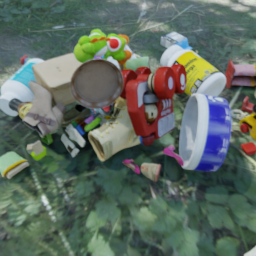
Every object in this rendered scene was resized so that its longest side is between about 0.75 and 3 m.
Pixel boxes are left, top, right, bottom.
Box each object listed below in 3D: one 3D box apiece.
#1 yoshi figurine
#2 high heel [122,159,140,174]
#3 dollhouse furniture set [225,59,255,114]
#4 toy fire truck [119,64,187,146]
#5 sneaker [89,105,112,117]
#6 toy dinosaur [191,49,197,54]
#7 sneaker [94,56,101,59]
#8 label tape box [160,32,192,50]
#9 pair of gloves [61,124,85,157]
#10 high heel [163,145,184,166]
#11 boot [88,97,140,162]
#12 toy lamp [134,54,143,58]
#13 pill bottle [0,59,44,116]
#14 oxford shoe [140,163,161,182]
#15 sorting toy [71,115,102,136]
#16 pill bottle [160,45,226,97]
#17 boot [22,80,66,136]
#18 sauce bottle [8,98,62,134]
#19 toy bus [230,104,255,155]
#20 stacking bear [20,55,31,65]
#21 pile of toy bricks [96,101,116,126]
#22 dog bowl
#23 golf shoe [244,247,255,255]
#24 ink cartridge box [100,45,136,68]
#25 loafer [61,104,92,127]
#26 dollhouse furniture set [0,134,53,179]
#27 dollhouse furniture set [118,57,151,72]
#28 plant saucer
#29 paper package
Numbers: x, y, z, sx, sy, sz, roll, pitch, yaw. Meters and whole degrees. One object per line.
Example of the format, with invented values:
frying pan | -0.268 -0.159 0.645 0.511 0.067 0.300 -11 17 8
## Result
yoshi figurine | -0.877 -2.426 8.709 1.176 1.172 2.093 36 28 25
high heel | 0.106 1.355 9.556 0.375 0.263 0.780 -10 30 -23
dollhouse furniture set | 5.310 -1.797 12.137 1.474 1.114 2.740 0 45 0
toy fire truck | 0.841 -0.737 8.990 1.607 2.407 2.867 2 16 29
sneaker | -0.993 -0.651 9.773 0.553 0.666 1.395 -3 27 -29
toy dinosaur | 3.368 -3.792 14.797 0.647 0.372 1.279 -38 50 -12
sneaker | -1.604 -3.444 13.983 1.997 0.883 0.803 22 47 19
label tape box | 2.699 -4.719 15.550 1.068 0.493 1.490 -32 51 -28
pair of gloves | -1.922 0.441 9.558 0.183 1.044 0.888 -28 75 -45
high heel | 1.393 0.926 8.566 0.378 0.789 0.266 -36 15 -12
boot | -0.508 -0.252 9.591 1.911 2.459 0.895 -25 27 -32
toy lamp | 0.348 -3.856 14.826 0.971 0.283 0.283 28 51 27
pill bottle | -4.277 -1.671 11.772 1.451 1.451 2.619 13 46 13
oxford shoe | 0.628 1.293 8.334 0.536 1.434 0.505 18 77 0
sorting toy | -1.588 -0.173 9.920 0.580 1.413 0.849 54 53 -12
pill bottle | 2.525 -2.215 11.350 1.452 1.452 2.583 -26 56 -24
boot | -2.814 -0.586 8.747 1.675 0.588 1.225 39 60 1
sauce bottle | -3.352 -0.486 9.864 2.303 0.745 0.745 22 48 31
toy bus | 5.279 -0.165 10.313 2.642 1.365 2.493 10 46 10
stacking bear | -4.881 -3.251 14.087 0.858 0.488 0.521 19 42 4
pile of toy bricks | -0.666 -1.098 11.436 1.431 1.608 2.899 19 21 -34
dog bowl | 2.397 0.167 9.061 0.965 2.451 2.451 8 45 0
golf shoe | 3.453 3.312 7.267 1.580 0.723 0.595 -33 54 -27
ink cartridge box | -0.298 -2.947 12.600 1.230 0.721 1.679 -38 94 -2
loafer | -2.000 -0.634 10.762 1.751 0.610 0.659 -28 53 3
dollhouse furniture set | -3.636 0.696 9.682 1.077 0.832 2.155 25 48 34
dollhouse furniture set | 0.339 -1.510 10.908 1.197 2.394 0.924 3 44 24
plant saucer | -0.884 -1.250 7.880 1.501 1.501 0.259 -10 35 -10
paper package | -2.209 -1.707 9.751 1.646 0.893 1.726 -25 48 -23
